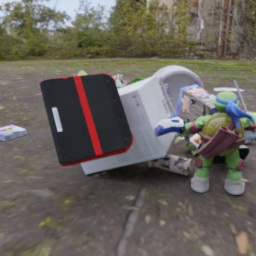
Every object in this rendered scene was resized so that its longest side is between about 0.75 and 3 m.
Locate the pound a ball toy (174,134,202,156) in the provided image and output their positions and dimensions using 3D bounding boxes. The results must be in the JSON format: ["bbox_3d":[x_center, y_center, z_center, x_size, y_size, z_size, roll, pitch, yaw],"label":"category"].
[{"bbox_3d":[2.453,0.447,10.501,0.846,0.551,1.298,43,40,20],"label":"pound a ball toy"}]

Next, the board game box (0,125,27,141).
[{"bbox_3d":[-5.238,0.214,12.234,1.105,0.227,1.102,13,23,33],"label":"board game box"}]

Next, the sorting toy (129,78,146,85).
[{"bbox_3d":[0.773,-0.918,11.424,1.496,2.489,1.022,11,28,40],"label":"sorting toy"}]

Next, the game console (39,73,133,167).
[{"bbox_3d":[-0.919,-0.276,6.474,1.825,2.063,0.320,-12,-15,-23],"label":"game console"}]

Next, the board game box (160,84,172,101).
[{"bbox_3d":[1.086,-1.176,9.945,0.804,0.540,0.180,-18,14,-5],"label":"board game box"}]

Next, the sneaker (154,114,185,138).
[{"bbox_3d":[1.168,-0.025,7.348,0.978,0.395,0.565,-28,41,-32],"label":"sneaker"}]

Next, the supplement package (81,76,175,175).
[{"bbox_3d":[-0.225,-0.102,8.842,2.702,2.050,2.035,-16,14,25],"label":"supplement package"}]

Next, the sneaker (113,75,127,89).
[{"bbox_3d":[-0.223,-1.352,9.770,0.489,1.047,0.368,-13,20,21],"label":"sneaker"}]

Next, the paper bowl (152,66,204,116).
[{"bbox_3d":[2.120,-1.603,13.463,2.731,2.731,1.420,-4,26,-12],"label":"paper bowl"}]

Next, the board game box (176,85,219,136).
[{"bbox_3d":[2.043,-0.482,8.006,0.613,1.009,1.265,-16,38,-26],"label":"board game box"}]

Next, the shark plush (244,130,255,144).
[{"bbox_3d":[4.605,0.272,11.205,1.870,0.779,0.850,13,23,33],"label":"shark plush"}]

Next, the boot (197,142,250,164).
[{"bbox_3d":[2.873,0.478,9.539,2.126,0.767,1.606,7,27,-30],"label":"boot"}]

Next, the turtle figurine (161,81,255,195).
[{"bbox_3d":[2.532,0.203,7.951,2.155,2.904,2.995,-10,22,-20],"label":"turtle figurine"}]

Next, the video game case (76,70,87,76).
[{"bbox_3d":[-1.273,-1.269,12.537,0.421,2.349,2.129,-41,71,-8],"label":"video game case"}]

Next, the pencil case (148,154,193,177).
[{"bbox_3d":[1.332,1.122,8.949,1.428,0.555,0.639,11,-23,28],"label":"pencil case"}]
